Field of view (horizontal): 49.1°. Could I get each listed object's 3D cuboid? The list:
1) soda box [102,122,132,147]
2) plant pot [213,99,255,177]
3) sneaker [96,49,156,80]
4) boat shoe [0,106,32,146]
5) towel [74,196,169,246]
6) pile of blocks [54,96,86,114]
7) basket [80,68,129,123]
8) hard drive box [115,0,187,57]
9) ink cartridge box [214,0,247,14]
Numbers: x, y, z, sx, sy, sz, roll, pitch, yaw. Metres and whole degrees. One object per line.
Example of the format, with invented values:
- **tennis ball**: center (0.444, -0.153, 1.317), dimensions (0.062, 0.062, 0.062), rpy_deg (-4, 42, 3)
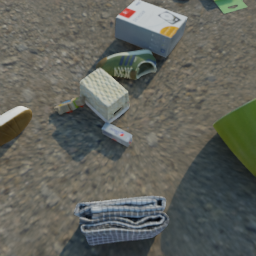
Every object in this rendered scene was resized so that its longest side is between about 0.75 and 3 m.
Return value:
- **soda box**: center (-0.325, 0.190, 8.255), dimensions (0.910, 0.311, 0.289), rpy_deg (27, 65, 14)
- **plant pot**: center (3.709, 0.427, 7.323), dimensions (2.083, 2.083, 2.226), rpy_deg (-22, 76, -12)
- **sneaker**: center (0.023, -1.976, 9.218), dimensions (2.000, 0.671, 0.898), rpy_deg (-17, 58, -12)
- **boat shoe**: center (-3.972, 0.105, 7.966), dimensions (2.549, 0.902, 0.883), rpy_deg (-40, 69, -18)
- **towel**: center (-0.141, 2.163, 6.441), dimensions (1.973, 1.634, 0.844), rpy_deg (-4, 66, -2)
- **pile of blocks**: center (-1.756, -0.674, 8.713), dimensions (1.055, 0.328, 0.433), rpy_deg (-16, 26, 15)
- **basket**: center (-0.743, -1.010, 8.593), dimensions (0.955, 0.869, 1.409), rpy_deg (-40, 68, -20)
- **hard drive box**: center (0.801, -3.550, 9.889), dimensions (2.045, 0.785, 1.594), rpy_deg (25, 53, 13)
- **ink cartridge box**: center (3.971, -5.349, 11.271), dimensions (1.120, 0.369, 1.539), rpy_deg (-19, 61, -11)
